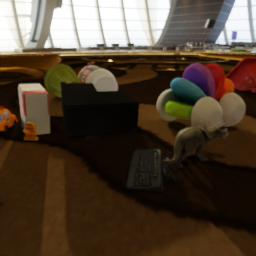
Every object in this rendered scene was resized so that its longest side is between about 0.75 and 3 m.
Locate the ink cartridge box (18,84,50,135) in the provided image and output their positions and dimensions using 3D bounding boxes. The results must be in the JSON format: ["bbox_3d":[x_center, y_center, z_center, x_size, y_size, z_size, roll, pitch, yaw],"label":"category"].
[{"bbox_3d":[-3.049,-0.659,9.021,0.747,1.300,1.791,-6,20,-24],"label":"ink cartridge box"}]

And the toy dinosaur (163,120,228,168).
[{"bbox_3d":[1.440,0.343,6.626,1.919,0.982,0.739,-9,21,-28],"label":"toy dinosaur"}]

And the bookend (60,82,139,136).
[{"bbox_3d":[-1.037,-0.733,9.189,2.193,1.017,2.207,-4,27,-16],"label":"bookend"}]

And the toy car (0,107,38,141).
[{"bbox_3d":[-3.441,-0.229,8.691,2.184,0.727,1.071,7,21,23],"label":"toy car"}]

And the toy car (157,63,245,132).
[{"bbox_3d":[2.403,-1.113,9.265,2.692,2.019,2.356,-12,23,-31],"label":"toy car"}]

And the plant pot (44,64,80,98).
[{"bbox_3d":[-2.826,-1.945,12.871,1.551,1.551,1.493,-13,35,-33],"label":"plant pot"}]

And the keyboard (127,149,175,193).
[{"bbox_3d":[0.534,0.790,6.280,0.983,0.374,1.889,2,20,5],"label":"keyboard"}]

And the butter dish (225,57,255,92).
[{"bbox_3d":[6.423,-2.558,14.574,2.051,1.520,2.056,-3,-24,-19],"label":"butter dish"}]

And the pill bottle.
[{"bbox_3d":[-1.382,-2.037,12.872,1.419,1.419,2.564,-7,20,-21],"label":"pill bottle"}]
